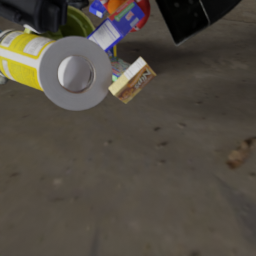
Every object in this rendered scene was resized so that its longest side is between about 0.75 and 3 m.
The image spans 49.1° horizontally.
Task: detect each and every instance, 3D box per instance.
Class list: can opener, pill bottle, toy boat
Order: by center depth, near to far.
[{"bbox_3d":[-2.202,-1.636,7.160,2.285,1.306,1.306,21,41,22],"label":"pill bottle"},{"bbox_3d":[-0.273,-4.480,9.986,1.565,2.398,1.567,-20,35,35],"label":"toy boat"},{"bbox_3d":[-2.549,-5.072,11.393,2.143,0.843,0.679,6,31,27],"label":"can opener"}]

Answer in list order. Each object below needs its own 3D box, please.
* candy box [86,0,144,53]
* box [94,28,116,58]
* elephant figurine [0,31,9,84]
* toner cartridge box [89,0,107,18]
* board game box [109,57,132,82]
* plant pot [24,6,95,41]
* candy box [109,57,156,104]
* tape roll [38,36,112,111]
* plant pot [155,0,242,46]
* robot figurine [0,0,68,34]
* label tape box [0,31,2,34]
[{"bbox_3d":[-0.508,-2.434,7.284,1.618,0.623,1.368,-26,22,44],"label":"candy box"},{"bbox_3d":[-1.407,-3.811,12.740,0.779,0.849,2.422,-17,39,-22],"label":"box"},{"bbox_3d":[-4.575,-2.708,10.821,2.582,1.827,2.003,29,87,22],"label":"elephant figurine"},{"bbox_3d":[-1.296,-6.318,14.242,0.728,0.331,1.532,29,62,-2],"label":"toner cartridge box"},{"bbox_3d":[-0.493,-2.377,11.287,1.164,0.252,1.730,-24,43,-31],"label":"board game box"},{"bbox_3d":[-2.953,-3.388,11.074,2.649,2.649,2.435,-23,30,-28],"label":"plant pot"},{"bbox_3d":[0.096,-0.949,5.732,0.898,0.518,0.248,-43,59,10],"label":"candy box"},{"bbox_3d":[-1.111,-1.141,5.944,1.505,1.505,0.497,-10,15,-14],"label":"tape roll"},{"bbox_3d":[2.420,-4.388,9.349,1.968,2.218,2.213,-27,7,-16],"label":"plant pot"},{"bbox_3d":[-2.188,-2.758,6.100,1.712,1.068,1.286,25,11,3],"label":"robot figurine"},{"bbox_3d":[-3.910,-2.613,7.417,1.049,0.460,1.454,42,40,5],"label":"label tape box"}]
